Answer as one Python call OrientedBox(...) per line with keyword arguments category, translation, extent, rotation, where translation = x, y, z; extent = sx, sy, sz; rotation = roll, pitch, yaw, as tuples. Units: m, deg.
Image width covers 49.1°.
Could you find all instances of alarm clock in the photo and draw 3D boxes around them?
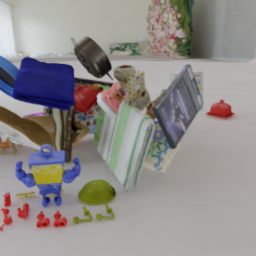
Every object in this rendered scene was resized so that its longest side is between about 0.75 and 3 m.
OrientedBox(category="alarm clock", translation=(-1.344, -2.412, 9.393), extent=(0.682, 1.381, 2.047), rotation=(-40, 64, -9))

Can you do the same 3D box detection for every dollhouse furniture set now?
OrientedBox(category="dollhouse furniture set", translation=(-5.041, 0.445, 9.653), extent=(2.091, 1.077, 2.068), rotation=(0, 19, 1))

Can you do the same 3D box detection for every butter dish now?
OrientedBox(category="butter dish", translation=(4.692, -1.012, 14.160), extent=(1.179, 0.871, 1.175), rotation=(17, 26, 39))
OrientedBox(category="butter dish", translation=(-1.488, -1.098, 9.346), extent=(1.045, 0.774, 1.048), rotation=(-50, 37, -14))

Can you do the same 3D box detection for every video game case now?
OrientedBox(category="video game case", translation=(1.485, -0.624, 7.955), extent=(0.195, 1.468, 2.055), rotation=(6, 45, 42))

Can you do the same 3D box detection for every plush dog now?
OrientedBox(category="plush dog", translation=(-0.196, -0.892, 9.870), extent=(1.846, 1.725, 2.150), rotation=(-27, 50, 4))

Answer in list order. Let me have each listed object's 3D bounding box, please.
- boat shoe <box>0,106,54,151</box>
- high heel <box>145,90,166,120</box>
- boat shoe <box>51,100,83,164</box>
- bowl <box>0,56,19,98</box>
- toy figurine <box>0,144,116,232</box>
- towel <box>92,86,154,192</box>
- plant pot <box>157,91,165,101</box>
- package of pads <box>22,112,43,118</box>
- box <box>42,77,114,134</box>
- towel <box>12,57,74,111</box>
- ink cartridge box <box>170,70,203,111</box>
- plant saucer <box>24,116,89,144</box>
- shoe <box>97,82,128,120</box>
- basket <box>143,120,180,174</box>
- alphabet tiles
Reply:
OrientedBox(category="boat shoe", translation=(-3.038, 0.132, 7.877), extent=(1.968, 0.682, 0.697), rotation=(36, 33, -23))
OrientedBox(category="high heel", translation=(1.135, -0.732, 11.868), extent=(0.646, 1.810, 1.290), rotation=(27, 22, -6))
OrientedBox(category="boat shoe", translation=(-1.851, 0.150, 8.756), extent=(0.831, 2.246, 0.829), rotation=(0, 28, 0))
OrientedBox(category="bowl", translation=(-4.029, -1.673, 9.150), extent=(1.878, 1.878, 0.369), rotation=(13, 57, 33))
OrientedBox(category="toy figurine", translation=(-1.662, 1.205, 6.596), extent=(2.783, 1.667, 1.468), rotation=(-3, 20, -6))
OrientedBox(category="towel", translation=(-0.243, 0.170, 8.297), extent=(0.444, 2.160, 2.895), rotation=(3, 24, -29))
OrientedBox(category="plant pot", translation=(1.642, -0.663, 8.921), extent=(1.023, 1.113, 1.113), rotation=(-11, 22, -33))
OrientedBox(category="package of pads", translation=(-3.230, -0.264, 12.029), extent=(2.282, 0.863, 1.375), rotation=(-16, 22, -38))
OrientedBox(category="box", translation=(-1.637, -0.807, 10.523), extent=(2.986, 2.039, 0.563), rotation=(1, 16, -38))
OrientedBox(category="towel", translation=(-2.364, -1.285, 8.082), extent=(1.617, 0.543, 2.190), rotation=(7, 34, -17))
OrientedBox(category="ink cartridge box", translation=(2.162, -1.343, 10.340), extent=(1.077, 1.478, 0.612), rotation=(-7, 16, -4))
OrientedBox(category="plant saucer", translation=(-2.653, 0.176, 10.011), extent=(2.505, 0.444, 2.505), rotation=(3, -17, 1))
OrientedBox(category="shoe", translation=(-0.327, -0.674, 6.374), extent=(0.626, 0.492, 1.377), rotation=(-39, 22, 5))
OrientedBox(category="basket", translation=(0.600, 0.450, 8.722), extent=(1.802, 1.254, 1.589), rotation=(24, 74, 31))
OrientedBox(category="alphabet tiles", translation=(0.154, -1.037, 7.299), extent=(0.031, 0.966, 0.804), rotation=(24, -40, -33))
